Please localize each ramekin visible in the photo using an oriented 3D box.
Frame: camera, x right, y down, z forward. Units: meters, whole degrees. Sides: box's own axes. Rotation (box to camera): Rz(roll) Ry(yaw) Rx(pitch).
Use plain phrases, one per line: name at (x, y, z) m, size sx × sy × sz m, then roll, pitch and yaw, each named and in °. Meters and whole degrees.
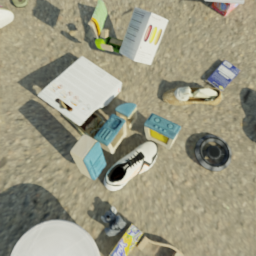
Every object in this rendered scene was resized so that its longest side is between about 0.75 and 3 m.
ramekin at (-2.053, 4.137, 8.276) m, size 2.672 × 1.244 × 2.672 m, roll 0°, pitch 70°, yaw 1°

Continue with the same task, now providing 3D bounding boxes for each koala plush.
koala plush at (-0.511, 3.014, 9.081) m, size 0.690 × 0.716 × 0.779 m, roll -47°, pitch 56°, yaw -2°

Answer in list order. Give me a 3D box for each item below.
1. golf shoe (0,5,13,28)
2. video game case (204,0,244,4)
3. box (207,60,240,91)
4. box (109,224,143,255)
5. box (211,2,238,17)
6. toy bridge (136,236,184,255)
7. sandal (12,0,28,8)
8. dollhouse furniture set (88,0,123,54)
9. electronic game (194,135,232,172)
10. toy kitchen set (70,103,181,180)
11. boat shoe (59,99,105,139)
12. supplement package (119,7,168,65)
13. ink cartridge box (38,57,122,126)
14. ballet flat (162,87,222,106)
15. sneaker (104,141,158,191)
golf shoe at (-5.872, -3.836, 11.198) m, size 2.925 × 1.062 × 1.347 m, roll -23°, pitch 84°, yaw 0°
video game case at (3.915, -5.695, 11.400) m, size 1.563 × 0.172 × 1.425 m, roll 7°, pitch 70°, yaw 5°
box at (3.704, -2.016, 10.940) m, size 0.748 × 0.200 × 1.234 m, roll 41°, pitch 75°, yaw 13°
box at (-0.106, 3.735, 8.863) m, size 0.469 × 0.430 × 1.338 m, roll 36°, pitch 76°, yaw 11°
box at (4.402, -5.607, 11.864) m, size 0.797 × 0.763 × 1.598 m, roll 43°, pitch 76°, yaw 13°
toy bridge at (1.394, 4.205, 8.762) m, size 2.316 × 0.315 × 0.779 m, roll 38°, pitch 75°, yaw 12°
sandal at (-4.915, -6.125, 12.135) m, size 0.818 × 0.588 × 2.059 m, roll -27°, pitch 73°, yaw -9°
dollhouse furniture set at (-0.669, -3.370, 9.857) m, size 0.779 × 2.018 × 1.009 m, roll 20°, pitch 78°, yaw 13°
electronic game at (3.007, 0.885, 9.907) m, size 1.338 × 0.278 × 1.338 m, roll 2°, pitch 69°, yaw -6°
toy kitchen set at (0.043, 0.523, 8.801) m, size 2.241 × 1.648 × 2.798 m, roll 27°, pitch 65°, yaw 18°
boat shoe at (-1.514, -0.228, 9.988) m, size 2.529 × 0.793 × 0.927 m, roll 37°, pitch 73°, yaw 8°
supplement package at (0.528, -3.224, 9.915) m, size 0.904 × 0.939 × 1.650 m, roll 39°, pitch 117°, yaw 39°
ink cartridge box at (-1.696, -1.293, 10.252) m, size 1.979 × 0.612 × 2.440 m, roll 35°, pitch 64°, yaw 10°
ballet flat at (2.405, -1.258, 10.407) m, size 2.217 × 0.724 × 0.782 m, roll -1°, pitch 70°, yaw 0°
sneaker at (0.165, 1.250, 9.466) m, size 2.306 × 0.922 × 0.850 m, roll -41°, pitch 74°, yaw -14°
